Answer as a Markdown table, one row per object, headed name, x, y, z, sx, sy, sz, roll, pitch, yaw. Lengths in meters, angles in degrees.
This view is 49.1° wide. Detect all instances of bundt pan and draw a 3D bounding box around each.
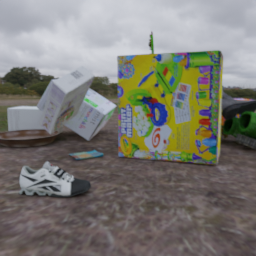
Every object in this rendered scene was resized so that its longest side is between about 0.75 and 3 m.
| name | x | y | z | sx | sy | sz | roll | pitch | yaw |
| --- | --- | --- | --- | --- | --- | --- | --- | --- | --- |
| bundt pan | 3.997 | 0.487 | 9.408 | 0.819 | 0.307 | 0.819 | 23 | 2 | -1 |

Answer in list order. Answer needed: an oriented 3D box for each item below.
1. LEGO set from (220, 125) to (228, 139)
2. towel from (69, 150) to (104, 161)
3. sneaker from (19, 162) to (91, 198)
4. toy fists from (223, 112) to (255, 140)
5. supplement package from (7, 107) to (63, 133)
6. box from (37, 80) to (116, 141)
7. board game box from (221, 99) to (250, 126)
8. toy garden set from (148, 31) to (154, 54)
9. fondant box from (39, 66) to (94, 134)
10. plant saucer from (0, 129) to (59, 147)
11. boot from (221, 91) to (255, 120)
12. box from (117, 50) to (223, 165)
| name | x | y | z | sx | sy | sz | roll | pitch | yaw |
| --- | --- | --- | --- | --- | --- | --- | --- | --- | --- |
| LEGO set | 3.551 | 0.188 | 11.525 | 0.970 | 0.731 | 1.261 | 28 | 15 | -7 |
| towel | -1.260 | 0.820 | 8.455 | 0.887 | 0.096 | 0.650 | -5 | 9 | -31 |
| sneaker | -1.442 | 0.992 | 5.494 | 1.418 | 0.628 | 0.525 | 1 | 7 | -1 |
| toy fists | 4.358 | 0.064 | 9.757 | 1.316 | 0.888 | 2.582 | 11 | -6 | -1 |
| supplement package | -4.097 | -0.320 | 12.446 | 2.030 | 1.191 | 1.187 | 2 | 8 | 12 |
| box | -2.051 | -0.877 | 11.968 | 2.468 | 1.352 | 2.797 | 33 | 13 | 0 |
| board game box | 5.128 | -0.662 | 13.740 | 1.494 | 1.494 | 1.495 | 0 | 8 | 2 |
| toy garden set | 0.745 | -2.738 | 9.251 | 0.179 | 0.747 | 0.896 | -4 | -24 | 5 |
| fondant box | -1.939 | -0.858 | 8.770 | 0.565 | 1.940 | 1.400 | 39 | 43 | 6 |
| plant saucer | -3.801 | 0.378 | 10.568 | 2.326 | 0.373 | 2.326 | 1 | 9 | 0 |
| boot | 3.768 | -0.984 | 10.158 | 1.919 | 0.670 | 1.264 | -6 | 41 | -32 |
| box | 1.295 | -0.646 | 8.432 | 2.867 | 2.977 | 1.816 | 3 | 9 | 20 |
